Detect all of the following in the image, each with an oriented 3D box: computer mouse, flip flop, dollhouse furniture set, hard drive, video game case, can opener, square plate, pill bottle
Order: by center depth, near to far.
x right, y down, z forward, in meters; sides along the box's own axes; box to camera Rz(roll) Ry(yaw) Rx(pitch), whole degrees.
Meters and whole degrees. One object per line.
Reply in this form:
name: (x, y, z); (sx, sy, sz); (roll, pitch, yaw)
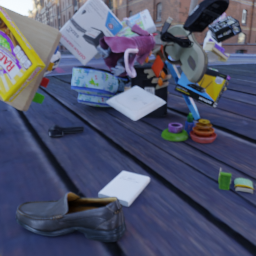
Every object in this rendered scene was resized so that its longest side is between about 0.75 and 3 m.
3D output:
computer mouse: (1.523, -2.715, 6.909); (1.219, 0.400, 1.736); (3, -26, -27)
hard drive: (-0.071, 1.479, 6.956); (0.804, 0.163, 1.219); (10, 21, 25)
dollhouse furniture set: (2.743, 1.292, 7.086); (0.843, 0.423, 0.553); (6, 21, 17)
square plate: (0.236, -0.842, 8.695); (1.358, 0.193, 1.345); (-31, 46, -30)
flip flop: (1.566, -2.381, 8.778); (0.857, 1.207, 2.976); (1, 40, -13)
can opener: (-2.337, 0.107, 10.606); (1.375, 0.541, 0.436); (-5, -19, -23)
dollhouse furniture set: (1.208, -2.539, 10.728); (0.798, 1.549, 1.532); (-11, 40, 36)
video game case: (-0.211, -3.686, 10.890); (2.444, 0.270, 2.225); (-22, 35, 12)
video game case: (2.465, -1.876, 12.793); (0.252, 2.830, 2.025); (-26, 14, 16)
pill bottle: (4.083, -4.002, 13.564); (0.831, 0.831, 1.454); (7, 64, 18)

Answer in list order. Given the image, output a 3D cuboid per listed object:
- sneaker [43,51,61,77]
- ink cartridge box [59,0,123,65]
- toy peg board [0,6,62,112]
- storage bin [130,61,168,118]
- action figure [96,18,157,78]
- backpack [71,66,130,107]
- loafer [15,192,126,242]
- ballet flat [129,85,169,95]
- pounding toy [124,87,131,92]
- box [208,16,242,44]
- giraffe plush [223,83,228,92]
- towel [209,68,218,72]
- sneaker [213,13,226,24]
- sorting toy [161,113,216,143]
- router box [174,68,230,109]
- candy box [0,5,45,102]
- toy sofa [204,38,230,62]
sneaker: (-3.404, -2.531, 11.424); (1.616, 0.645, 1.052); (-38, 15, -2)
ink cartridge box: (-1.298, -3.269, 9.406); (1.865, 1.353, 0.781); (-40, 23, 15)
toy peg board: (-3.286, -2.021, 8.426); (2.431, 2.421, 1.189); (27, 3, 13)
storage bin: (0.955, -1.715, 12.492); (1.571, 2.324, 1.089); (0, 28, 6)
action figure: (0.175, -2.196, 7.372); (1.886, 1.264, 1.405); (-32, 30, -28)
backpack: (-1.499, -1.981, 13.725); (2.324, 1.866, 2.539); (10, 2, 24)
loafer: (-1.163, 1.621, 5.569); (2.260, 0.817, 0.823); (1, 21, 7)
ballet flat: (1.229, -2.156, 16.752); (2.429, 0.563, 0.818); (10, -8, 12)
pounding toy: (-0.084, -2.018, 16.308); (0.912, 0.475, 1.038); (11, 22, 28)
box: (3.107, -3.185, 9.059); (0.782, 0.411, 0.955); (-24, 27, 14)
giraffe plush: (3.968, -2.026, 12.341); (0.703, 0.814, 0.660); (2, 0, 37)
towel: (4.111, -2.771, 14.231); (0.860, 0.101, 0.656); (13, 63, 4)
sneaker: (3.558, -4.098, 10.807); (0.472, 1.068, 0.430); (21, -20, -23)
sorting toy: (2.216, -0.020, 10.204); (1.951, 0.801, 1.173); (4, 20, 13)
router box: (2.339, -1.396, 8.972); (1.434, 1.069, 0.366); (30, 11, 31)
candy box: (-3.131, -1.983, 6.688); (2.532, 1.294, 0.334); (52, 19, 11)
toy sofa: (3.989, -3.468, 12.476); (1.237, 0.603, 0.512); (21, 6, -35)
